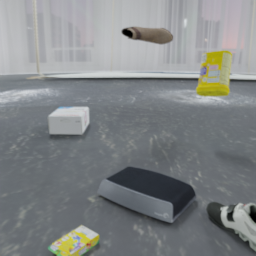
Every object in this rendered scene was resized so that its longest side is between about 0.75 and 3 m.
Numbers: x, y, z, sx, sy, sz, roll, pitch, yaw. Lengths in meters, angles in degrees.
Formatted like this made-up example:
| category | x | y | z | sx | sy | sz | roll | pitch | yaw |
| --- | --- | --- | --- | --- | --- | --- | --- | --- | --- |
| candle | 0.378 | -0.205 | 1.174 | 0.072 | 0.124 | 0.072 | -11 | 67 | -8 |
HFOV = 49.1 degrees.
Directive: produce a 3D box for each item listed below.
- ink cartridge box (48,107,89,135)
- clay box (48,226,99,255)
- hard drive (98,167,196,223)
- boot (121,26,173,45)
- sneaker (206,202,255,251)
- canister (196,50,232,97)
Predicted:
| category | x | y | z | sx | sy | sz | roll | pitch | yaw |
| --- | --- | --- | --- | --- | --- | --- | --- | --- | --- |
| ink cartridge box | -2.858 | -0.384 | 13.767 | 1.563 | 0.915 | 2.163 | 0 | 14 | 1 |
| clay box | -1.074 | 2.318 | 5.547 | 0.522 | 0.216 | 0.908 | 12 | 20 | 37 |
| hard drive | 0.480 | 1.639 | 7.437 | 2.283 | 0.483 | 1.540 | 12 | 20 | 35 |
| boot | 0.773 | -4.232 | 12.824 | 1.554 | 0.747 | 2.126 | -14 | 27 | -38 |
| sneaker | 2.468 | 1.888 | 6.043 | 0.677 | 0.809 | 1.828 | -11 | 18 | -29 |
| canister | 3.462 | -2.158 | 11.212 | 1.250 | 1.683 | 0.728 | 3 | -10 | 38 |
